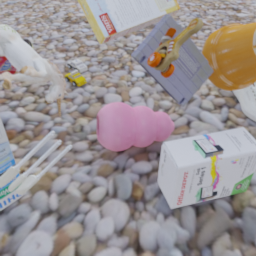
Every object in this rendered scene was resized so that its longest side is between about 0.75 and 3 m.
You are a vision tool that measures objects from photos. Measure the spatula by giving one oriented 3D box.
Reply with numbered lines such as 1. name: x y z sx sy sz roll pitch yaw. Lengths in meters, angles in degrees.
1. spatula: -1.460 0.583 4.431 1.196 0.832 0.096 -45 61 -5

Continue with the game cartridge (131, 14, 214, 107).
1. game cartridge: 1.040 -1.431 6.191 1.173 1.810 0.347 -52 33 -1

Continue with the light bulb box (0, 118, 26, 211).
1. light bulb box: -4.016 0.972 6.018 1.668 2.673 2.650 30 49 29

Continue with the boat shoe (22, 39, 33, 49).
1. boat shoe: -5.115 -3.673 13.067 0.914 0.809 2.496 1 40 1

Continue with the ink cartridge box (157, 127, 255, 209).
1. ink cartridge box: 1.921 0.991 6.868 2.153 1.559 0.904 -10 41 -12

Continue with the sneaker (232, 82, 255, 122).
1. sneaker: 4.477 -1.164 9.836 0.960 1.116 2.636 -5 41 -9

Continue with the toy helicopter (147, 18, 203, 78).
1. toy helicopter: 0.776 -1.408 4.643 0.428 1.086 0.718 30 38 -30

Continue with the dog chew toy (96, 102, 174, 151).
1. dog chew toy: 0.245 -0.031 8.326 2.313 1.440 1.440 0 39 -12

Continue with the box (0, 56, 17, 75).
1. box: -3.342 -1.659 7.015 0.633 0.661 1.325 32 16 -1

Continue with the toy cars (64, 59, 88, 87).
1. toy cars: -2.212 -2.456 11.875 0.947 0.468 2.112 -3 40 -4

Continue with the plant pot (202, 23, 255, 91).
1. plant pot: 2.943 -1.837 6.852 1.691 1.691 1.548 -15 5 -17

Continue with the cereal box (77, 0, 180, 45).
1. cereal box: -0.046 -3.233 6.865 2.334 1.679 0.461 -28 3 -21

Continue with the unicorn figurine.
1. unicorn figurine: -2.395 -1.443 6.427 1.079 2.922 2.007 -30 11 17
